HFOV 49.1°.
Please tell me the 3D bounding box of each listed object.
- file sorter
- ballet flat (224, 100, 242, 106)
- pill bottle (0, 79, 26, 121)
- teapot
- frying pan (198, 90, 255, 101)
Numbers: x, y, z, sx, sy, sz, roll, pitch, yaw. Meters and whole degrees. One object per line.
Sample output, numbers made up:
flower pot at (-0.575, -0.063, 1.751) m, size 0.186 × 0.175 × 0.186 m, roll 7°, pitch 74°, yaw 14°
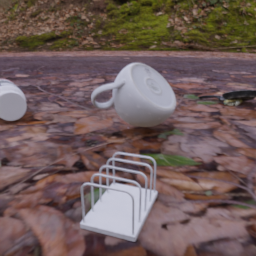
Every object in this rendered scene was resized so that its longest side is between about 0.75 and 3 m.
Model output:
file sorter at (-0.113, 1.193, 5.364) m, size 1.046 × 0.939 × 1.508 m, roll 7°, pitch 20°, yaw 19°
ballet flat at (4.934, -1.151, 13.110) m, size 0.887 × 0.314 × 0.314 m, roll -1°, pitch 19°, yaw -3°
pill bottle at (-4.963, -1.138, 11.374) m, size 1.373 × 1.373 × 2.371 m, roll -11°, pitch 23°, yaw -28°
teapot at (0.291, -0.894, 9.481) m, size 2.381 × 1.739 × 2.350 m, roll 45°, pitch 36°, yaw -5°
frying pan at (4.806, -1.517, 13.446) m, size 2.771 × 0.451 × 1.676 m, roll -3°, pitch -4°, yaw 14°
